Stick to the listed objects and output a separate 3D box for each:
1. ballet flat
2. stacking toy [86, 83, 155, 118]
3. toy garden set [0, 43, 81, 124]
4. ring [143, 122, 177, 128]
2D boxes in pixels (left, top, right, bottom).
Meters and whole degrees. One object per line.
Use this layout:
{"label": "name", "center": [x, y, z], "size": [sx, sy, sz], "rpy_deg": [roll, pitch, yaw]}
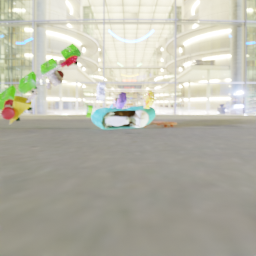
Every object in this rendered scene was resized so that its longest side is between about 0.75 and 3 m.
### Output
{"label": "ballet flat", "center": [-0.007, -0.222, 7.727], "size": [1.982, 0.667, 0.697], "rpy_deg": [-3, 24, -23]}
{"label": "stacking toy", "center": [-0.317, -0.592, 8.110], "size": [1.512, 0.471, 2.005], "rpy_deg": [7, -22, -18]}
{"label": "toy garden set", "center": [-2.504, -1.297, 8.230], "size": [2.884, 0.575, 2.404], "rpy_deg": [-35, 29, -1]}
{"label": "ring", "center": [0.773, -0.115, 9.087], "size": [1.589, 0.153, 1.589], "rpy_deg": [1, 3, 0]}
